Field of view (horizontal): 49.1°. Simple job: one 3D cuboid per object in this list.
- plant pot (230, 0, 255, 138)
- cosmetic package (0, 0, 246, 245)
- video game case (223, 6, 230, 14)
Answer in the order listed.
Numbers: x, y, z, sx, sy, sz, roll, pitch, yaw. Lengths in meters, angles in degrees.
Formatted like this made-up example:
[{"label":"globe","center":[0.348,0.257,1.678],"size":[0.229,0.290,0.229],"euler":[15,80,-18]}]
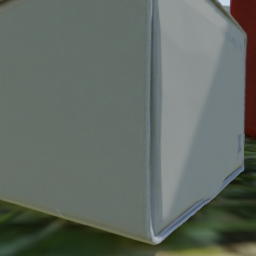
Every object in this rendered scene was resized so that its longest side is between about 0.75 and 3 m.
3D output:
[{"label":"plant pot","center":[2.857,-1.073,3.858],"size":[2.850,2.847,2.511],"euler":[1,16,21]},{"label":"cosmetic package","center":[-0.608,-0.152,1.873],"size":[2.423,0.886,1.254],"euler":[1,3,32]},{"label":"video game case","center":[2.770,-3.303,9.791],"size":[1.690,1.865,0.334],"euler":[18,27,27]}]
